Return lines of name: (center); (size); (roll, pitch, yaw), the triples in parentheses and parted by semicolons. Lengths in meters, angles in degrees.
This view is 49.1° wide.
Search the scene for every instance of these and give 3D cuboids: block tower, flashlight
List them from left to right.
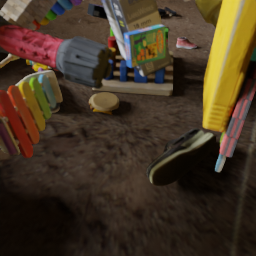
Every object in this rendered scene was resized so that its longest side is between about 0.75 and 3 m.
flashlight: (-1.621, -1.321, 4.270); (2.686, 0.913, 0.909); (19, 52, 7)
block tower: (-2.042, -3.311, 6.653); (0.612, 0.655, 2.266); (38, 92, 20)

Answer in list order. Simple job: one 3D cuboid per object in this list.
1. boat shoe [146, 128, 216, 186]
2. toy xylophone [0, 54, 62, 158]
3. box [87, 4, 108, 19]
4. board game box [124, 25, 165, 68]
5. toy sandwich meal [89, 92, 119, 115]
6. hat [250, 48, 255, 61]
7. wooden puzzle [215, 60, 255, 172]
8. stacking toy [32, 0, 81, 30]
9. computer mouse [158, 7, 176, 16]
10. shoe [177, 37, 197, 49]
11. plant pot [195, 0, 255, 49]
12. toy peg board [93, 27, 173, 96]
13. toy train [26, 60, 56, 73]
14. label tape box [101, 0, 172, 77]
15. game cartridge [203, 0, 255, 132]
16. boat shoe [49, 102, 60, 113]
boat shoe: (1.198, 0.638, 6.679); (2.203, 0.806, 0.714); (-23, 40, -34)
toy xylophone: (-2.032, -0.523, 5.357); (0.540, 1.575, 2.151); (-3, 41, 15)
box: (-0.810, -3.813, 9.237); (0.903, 0.356, 0.637); (1, 24, -26)
board game box: (0.322, -1.505, 5.156); (0.797, 0.606, 0.179); (-22, 36, -24)
toy sandwich meal: (-0.722, -0.727, 8.446); (0.947, 0.324, 0.947); (2, 44, -2)
hat: (4.507, -1.762, 9.605); (2.405, 2.117, 1.992); (-12, 49, 40)
wooden puzzle: (1.744, -0.370, 4.404); (0.165, 2.348, 1.392); (18, 13, 15)
stacking toy: (-2.432, -3.415, 8.004); (2.630, 1.123, 1.123); (-36, 45, 10)
computer mouse: (1.714, -5.572, 13.715); (1.329, 0.306, 0.933); (-22, 49, -32)
shoe: (2.385, -3.439, 11.314); (0.811, 0.369, 0.290); (7, 43, 8)
plant pot: (2.975, -2.978, 7.116); (1.915, 1.915, 1.802); (-24, 85, -24)
toy peg board: (0.262, -2.448, 9.576); (2.608, 1.276, 2.597); (4, 43, 6)
toy train: (-2.925, -2.290, 10.072); (1.518, 0.422, 1.140); (32, 50, 26)
label tape box: (0.013, -3.022, 7.117); (0.913, 2.884, 2.080); (-25, 32, -4)
game cartridge: (1.628, -1.450, 4.342); (0.409, 2.519, 2.221); (11, 34, 9)
boat shoe: (-2.449, -1.154, 8.747); (0.578, 0.492, 1.728); (-13, 44, -13)
